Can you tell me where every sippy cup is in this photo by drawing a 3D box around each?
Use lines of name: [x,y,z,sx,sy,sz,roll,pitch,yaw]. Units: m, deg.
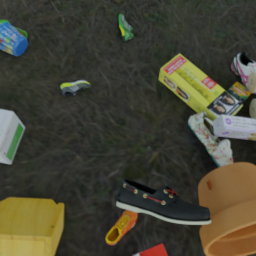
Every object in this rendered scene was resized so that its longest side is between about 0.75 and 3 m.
sippy cup: [-4.488,-3.323,10.659,1.063,1.139,1.451,33,78,3]

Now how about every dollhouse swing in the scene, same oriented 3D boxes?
dollhouse swing: [-2.975,3.323,7.871,2.110,1.855,1.918,2,23,1]

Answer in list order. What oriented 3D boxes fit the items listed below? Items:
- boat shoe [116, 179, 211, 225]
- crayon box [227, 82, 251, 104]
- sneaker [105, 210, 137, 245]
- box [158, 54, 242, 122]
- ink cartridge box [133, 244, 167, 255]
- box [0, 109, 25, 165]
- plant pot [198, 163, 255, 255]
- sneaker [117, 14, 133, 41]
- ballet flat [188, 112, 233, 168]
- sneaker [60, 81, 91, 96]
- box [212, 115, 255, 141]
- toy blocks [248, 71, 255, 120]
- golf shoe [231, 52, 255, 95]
boat shoe: [0.817,1.763,6.713,2.323,0.850,0.728,9,87,24]
crayon box: [3.920,-1.256,9.848,0.643,0.257,1.012,39,41,15]
sneaker: [-0.144,2.817,8.045,0.470,0.497,1.288,33,68,15]
box: [2.465,-1.290,9.830,1.085,0.722,2.883,-39,71,-16]
ink cartridge box: [0.386,4.144,7.449,1.835,0.434,1.469,-20,66,-7]
box: [-4.306,0.218,8.850,1.424,1.220,1.417,10,65,5]
plant pot: [2.964,2.130,7.448,2.535,2.535,1.774,-9,48,-4]
sneaker: [-0.142,-4.064,11.335,0.529,0.485,1.243,-10,74,-13]
ballet flat: [2.753,0.413,8.937,0.727,0.861,2.276,-45,65,29]
sneaker: [-1.878,-1.394,10.112,1.100,0.406,0.445,-10,72,4]
box: [3.980,0.063,8.881,2.671,0.553,0.517,7,62,-18]
toy blocks: [5.282,-1.114,9.555,2.075,0.754,1.730,-1,85,0]
golf shoe: [4.416,-1.935,10.097,0.646,0.819,1.779,-27,69,-12]
